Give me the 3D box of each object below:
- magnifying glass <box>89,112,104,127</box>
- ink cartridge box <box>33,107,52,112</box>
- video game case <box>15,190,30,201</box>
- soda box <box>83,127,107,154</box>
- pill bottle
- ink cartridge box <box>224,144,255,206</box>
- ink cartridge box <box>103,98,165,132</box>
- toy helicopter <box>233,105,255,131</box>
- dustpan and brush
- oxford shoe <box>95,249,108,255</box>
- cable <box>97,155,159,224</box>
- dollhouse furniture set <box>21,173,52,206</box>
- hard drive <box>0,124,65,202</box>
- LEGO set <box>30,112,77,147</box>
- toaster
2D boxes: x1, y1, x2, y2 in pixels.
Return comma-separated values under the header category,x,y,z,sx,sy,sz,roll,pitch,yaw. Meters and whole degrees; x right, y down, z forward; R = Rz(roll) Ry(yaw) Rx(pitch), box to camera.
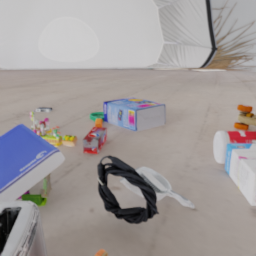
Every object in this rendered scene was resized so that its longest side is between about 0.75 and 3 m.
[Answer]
category,x,y,z,sx,sy,sz,roll,pitch,yaw
magnifying glass,-1.337,-0.398,12.915,0.959,0.270,2.408,-1,17,-4
ink cartridge box,-4.589,-0.977,15.037,0.914,0.179,0.455,2,17,9
video game case,-3.167,1.407,6.627,1.522,0.272,1.379,-7,15,-21
soda box,-1.132,0.404,9.719,0.539,0.488,1.539,3,16,6
pill bottle,3.492,0.580,8.249,1.739,0.976,0.976,1,16,1
ink cartridge box,3.343,1.138,6.607,1.386,0.817,2.407,0,16,2
ink cartridge box,0.110,-0.704,12.670,1.821,1.019,2.669,-13,19,-39
toy helicopter,5.696,-0.264,11.320,2.512,0.991,1.661,3,12,-16
dustpan and brush,0.731,1.379,6.298,1.605,0.459,1.120,38,24,16
oxford shoe,-0.273,2.377,2.558,1.029,1.007,2.823,19,22,-3
cable,-0.067,1.241,5.144,1.443,1.177,0.367,29,29,29
dollhouse furniture set,-2.023,1.407,6.277,0.390,0.505,1.010,0,17,-2
hard drive,-2.745,0.774,6.334,1.816,0.349,2.753,-39,31,-22
LEGO set,-2.976,-0.012,10.263,1.214,0.982,2.639,-14,21,-39
toaster,-1.661,1.814,3.442,1.146,1.303,2.017,-2,16,-5
